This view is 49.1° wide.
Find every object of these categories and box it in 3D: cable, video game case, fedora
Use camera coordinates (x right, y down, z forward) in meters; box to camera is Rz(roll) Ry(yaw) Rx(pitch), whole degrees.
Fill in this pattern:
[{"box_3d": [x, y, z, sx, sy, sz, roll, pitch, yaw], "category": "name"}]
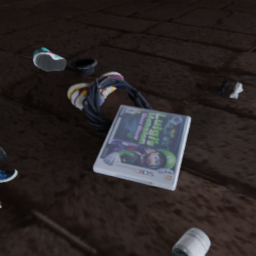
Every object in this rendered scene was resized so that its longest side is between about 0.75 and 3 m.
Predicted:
[{"box_3d": [-0.561, -0.844, 10.993, 2.407, 0.749, 2.950, -28, 63, -15], "category": "cable"}, {"box_3d": [0.539, 0.495, 9.318, 2.588, 0.332, 2.847, 11, 51, 14], "category": "video game case"}, {"box_3d": [-2.237, -3.056, 14.327, 1.391, 0.635, 1.391, -5, 34, 4], "category": "fedora"}]

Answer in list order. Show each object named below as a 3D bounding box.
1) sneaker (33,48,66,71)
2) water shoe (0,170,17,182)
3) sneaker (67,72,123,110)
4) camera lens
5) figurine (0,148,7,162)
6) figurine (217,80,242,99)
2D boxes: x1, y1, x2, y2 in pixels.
[{"box_3d": [-3.180, -2.579, 10.403, 1.028, 0.712, 1.702, 23, 13, 17], "category": "sneaker"}, {"box_3d": [-3.890, 1.442, 8.527, 0.933, 0.368, 0.334, -18, 40, -22], "category": "water shoe"}, {"box_3d": [-1.199, -1.510, 12.134, 2.659, 0.996, 1.198, -25, 52, -22], "category": "sneaker"}, {"box_3d": [1.459, 2.797, 6.505, 0.611, 0.611, 0.764, 29, 45, 33], "category": "camera lens"}, {"box_3d": [-4.758, 0.937, 9.181, 1.107, 0.477, 1.080, 28, 49, 34], "category": "figurine"}, {"box_3d": [4.649, -1.711, 12.814, 0.959, 0.413, 0.936, 21, 49, 25], "category": "figurine"}]
